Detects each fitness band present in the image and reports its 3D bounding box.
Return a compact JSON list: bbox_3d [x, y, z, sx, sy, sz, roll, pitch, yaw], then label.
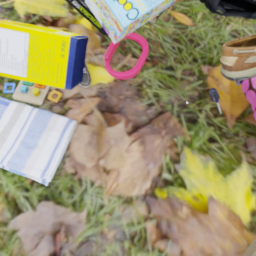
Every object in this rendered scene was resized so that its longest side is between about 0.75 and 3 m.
[{"bbox_3d":[-0.063,-2.504,9.710,1.334,0.348,1.857,22,68,7],"label":"fitness band"}]

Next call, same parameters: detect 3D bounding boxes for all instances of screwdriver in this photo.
[{"bbox_3d":[2.055,-0.568,6.362,0.207,1.425,0.199,-27,63,20],"label":"screwdriver"}]

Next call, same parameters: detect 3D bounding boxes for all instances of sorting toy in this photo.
[{"bbox_3d":[-3.130,-1.358,9.201,1.988,0.271,1.119,12,66,5],"label":"sorting toy"}]

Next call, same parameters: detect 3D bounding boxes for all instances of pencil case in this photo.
[{"bbox_3d":[4.229,-0.370,8.182,1.264,1.304,2.785,-14,66,5],"label":"pencil case"}]

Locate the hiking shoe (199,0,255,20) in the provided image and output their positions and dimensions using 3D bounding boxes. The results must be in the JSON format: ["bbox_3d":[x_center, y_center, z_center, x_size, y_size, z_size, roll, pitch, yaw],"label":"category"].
[{"bbox_3d":[2.104,-3.376,6.571,2.984,1.130,1.502,26,39,16],"label":"hiking shoe"}]

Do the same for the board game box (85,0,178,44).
[{"bbox_3d":[0.365,-3.115,6.161,2.324,1.197,1.219,-37,98,-10],"label":"board game box"}]

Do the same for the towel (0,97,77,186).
[{"bbox_3d":[-3.225,0.272,8.427,2.934,0.349,2.155,18,66,8],"label":"towel"}]

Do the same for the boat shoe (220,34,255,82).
[{"bbox_3d":[3.301,-1.870,6.230,2.529,0.934,0.957,-20,36,7],"label":"boat shoe"}]

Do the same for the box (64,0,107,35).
[{"bbox_3d":[-0.943,-3.904,7.732,0.458,1.863,1.929,-5,64,37],"label":"box"}]

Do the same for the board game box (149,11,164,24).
[{"bbox_3d":[1.160,-4.354,8.757,0.260,1.160,2.214,24,53,-16],"label":"board game box"}]

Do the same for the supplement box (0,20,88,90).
[{"bbox_3d":[-2.172,-1.768,6.627,2.159,1.182,1.175,12,109,0],"label":"supplement box"}]

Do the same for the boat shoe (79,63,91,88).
[{"bbox_3d":[-1.668,-2.090,9.432,0.530,0.452,1.586,-19,67,-8],"label":"boat shoe"}]

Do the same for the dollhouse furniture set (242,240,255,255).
[{"bbox_3d":[4.014,3.494,5.845,2.910,2.371,2.767,-42,72,-17],"label":"dollhouse furniture set"}]
